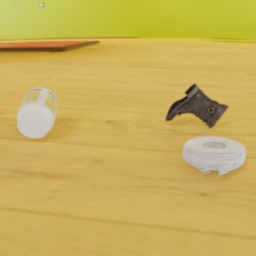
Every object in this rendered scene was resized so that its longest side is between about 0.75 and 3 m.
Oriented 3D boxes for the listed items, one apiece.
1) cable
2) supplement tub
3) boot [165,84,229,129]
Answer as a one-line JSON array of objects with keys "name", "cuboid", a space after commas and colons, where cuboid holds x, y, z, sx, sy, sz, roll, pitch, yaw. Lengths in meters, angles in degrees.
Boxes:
[{"name": "cable", "cuboid": [2.495, 0.728, 8.289, 1.798, 0.623, 1.798, -10, 17, -32]}, {"name": "supplement tub", "cuboid": [-3.276, -0.554, 10.160, 1.262, 1.262, 1.735, -2, 35, -4]}, {"name": "boot", "cuboid": [2.619, -0.539, 10.773, 1.748, 2.007, 0.695, 37, 26, -12]}]
